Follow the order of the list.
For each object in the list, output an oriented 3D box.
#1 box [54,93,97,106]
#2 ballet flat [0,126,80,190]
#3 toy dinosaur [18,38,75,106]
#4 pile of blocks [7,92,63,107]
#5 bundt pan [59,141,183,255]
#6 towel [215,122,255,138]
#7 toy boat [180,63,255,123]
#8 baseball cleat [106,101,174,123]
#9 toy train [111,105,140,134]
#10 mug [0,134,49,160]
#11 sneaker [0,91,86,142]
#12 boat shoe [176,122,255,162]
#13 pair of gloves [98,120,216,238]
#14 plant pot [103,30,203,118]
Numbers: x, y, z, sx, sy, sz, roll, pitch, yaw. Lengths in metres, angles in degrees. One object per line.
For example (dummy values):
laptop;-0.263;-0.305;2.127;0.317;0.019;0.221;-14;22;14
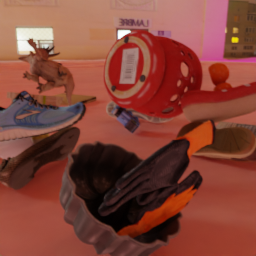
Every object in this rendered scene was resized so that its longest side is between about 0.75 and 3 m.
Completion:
box;-2.840;-1.346;13.350;2.109;0.224;1.724;9;19;25
ballet flat;-1.873;0.522;6.200;0.582;0.845;2.509;20;28;16
toy dinosaur;-2.285;-1.717;8.474;2.477;1.063;1.679;42;13;0
pile of blocks;-3.889;-1.051;11.760;2.240;0.696;0.920;5;3;-11
bundt pan;-0.163;1.014;3.886;1.783;0.669;1.783;26;27;-15
towel;3.313;0.216;7.907;2.150;0.386;2.233;11;21;32
toy boat;2.498;-1.000;7.464;2.323;1.518;1.516;-15;-9;-8
baseball cleat;0.537;-0.774;10.292;2.612;0.911;1.390;8;18;20
toy train;-0.063;-0.302;8.722;1.023;0.443;0.584;40;21;-7
mug;-2.505;0.273;6.672;1.023;0.998;1.246;-17;23;7
sneaker;-1.914;-0.310;5.653;2.115;0.951;0.829;-9;4;-2
boat shoe;2.136;0.411;6.773;0.871;0.873;2.420;31;-14;-27
pair of gloves;0.385;0.750;3.208;1.481;1.663;0.206;-31;53;-18
plant pot;0.599;-1.530;8.115;2.161;2.373;2.373;5;8;-46
